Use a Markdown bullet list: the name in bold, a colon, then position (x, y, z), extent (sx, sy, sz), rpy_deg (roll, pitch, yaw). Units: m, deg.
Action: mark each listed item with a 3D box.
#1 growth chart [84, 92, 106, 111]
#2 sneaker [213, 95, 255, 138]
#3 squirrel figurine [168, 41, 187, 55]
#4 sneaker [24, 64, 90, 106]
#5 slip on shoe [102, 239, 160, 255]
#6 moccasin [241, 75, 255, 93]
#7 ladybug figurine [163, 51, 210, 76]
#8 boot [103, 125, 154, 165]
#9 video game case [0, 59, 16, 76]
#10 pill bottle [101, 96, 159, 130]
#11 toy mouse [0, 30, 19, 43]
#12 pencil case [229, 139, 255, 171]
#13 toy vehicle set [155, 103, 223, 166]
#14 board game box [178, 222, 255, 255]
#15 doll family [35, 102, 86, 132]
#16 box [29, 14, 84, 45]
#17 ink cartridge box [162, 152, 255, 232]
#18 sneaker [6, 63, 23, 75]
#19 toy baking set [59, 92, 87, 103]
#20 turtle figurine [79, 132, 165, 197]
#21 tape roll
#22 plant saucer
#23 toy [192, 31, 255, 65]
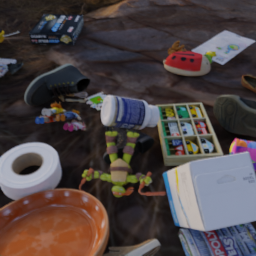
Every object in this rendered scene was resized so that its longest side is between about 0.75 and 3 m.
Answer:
- **growth chart**: position (-0.863, -0.846, 9.519), extent (0.847, 0.104, 1.171), rpy_deg (-32, 51, -31)
- **sneaker**: position (3.872, -0.286, 8.092), extent (1.623, 1.083, 2.833), rpy_deg (-2, 16, -30)
- **squirrel figurine**: position (2.140, -3.259, 12.120), extent (0.793, 0.561, 0.740), rpy_deg (-25, 56, -7)
- **sneaker**: position (-2.361, -1.332, 9.365), extent (1.134, 0.798, 2.134), rpy_deg (34, 65, 32)
- **slip on shoe**: position (-0.206, 2.468, 5.280), extent (1.705, 0.648, 0.517), rpy_deg (-24, 51, -15)
- **moccasin**: position (4.652, -1.493, 9.834), extent (0.511, 0.539, 1.396), rpy_deg (-46, 57, -1)
- **ladybug figurine**: position (2.338, -2.596, 11.122), extent (1.875, 0.674, 1.272), rpy_deg (5, 41, 6)
- **boot**: position (-0.260, 0.287, 7.924), extent (1.699, 0.588, 1.479), rpy_deg (-19, 41, -31)
- **video game case**: position (-5.246, -2.487, 11.440), extent (0.860, 0.108, 1.201), rpy_deg (6, 41, 7)
- **pill bottle**: position (0.074, -0.389, 7.686), extent (1.484, 0.824, 0.824), rpy_deg (6, 37, -24)
- **toy mouse**: position (-6.649, -3.744, 12.474), extent (2.731, 0.529, 2.427), rpy_deg (10, 42, 9)
- **pencil case**: position (3.539, 0.801, 7.092), extent (1.861, 0.822, 0.822), rpy_deg (12, 42, 14)
- **toy vehicle set**: position (1.655, 0.099, 8.147), extent (1.490, 0.318, 2.397), rpy_deg (-4, 39, 1)
- **board game box**: position (1.714, 2.584, 5.141), extent (1.910, 0.589, 1.911), rpy_deg (-8, 41, -10)
- **doll family**: position (-1.930, -0.380, 8.367), extent (1.520, 0.685, 0.944), rpy_deg (14, 11, 14)
- **box**: position (-3.460, -4.899, 13.868), extent (2.060, 0.596, 2.591), rpy_deg (3, 41, 3)
- **ink cartridge box**: position (1.594, 1.280, 5.565), extent (1.222, 1.660, 1.201), rpy_deg (-9, 76, -11)
- **sneaker**: position (-4.521, -2.482, 11.165), extent (0.296, 0.444, 0.775), rpy_deg (-25, 25, 40)
- **toy baking set**: position (-2.005, -1.232, 9.936), extent (0.997, 0.151, 1.299), rpy_deg (-16, 43, -18)
- **turtle figurine**: position (-0.099, 0.954, 6.756), extent (2.067, 0.666, 1.667), rpy_deg (0, 73, 15)
- **tape roll**: position (-2.457, 1.056, 6.976), extent (1.516, 0.530, 1.516), rpy_deg (0, 41, 0)
- **plant saucer**: position (-1.659, 2.129, 5.383), extent (2.618, 0.423, 2.618), rpy_deg (-5, 26, 2)
- **toy**: position (4.060, -3.307, 12.014), extent (2.621, 0.619, 1.509), rpy_deg (-33, 53, -32)
